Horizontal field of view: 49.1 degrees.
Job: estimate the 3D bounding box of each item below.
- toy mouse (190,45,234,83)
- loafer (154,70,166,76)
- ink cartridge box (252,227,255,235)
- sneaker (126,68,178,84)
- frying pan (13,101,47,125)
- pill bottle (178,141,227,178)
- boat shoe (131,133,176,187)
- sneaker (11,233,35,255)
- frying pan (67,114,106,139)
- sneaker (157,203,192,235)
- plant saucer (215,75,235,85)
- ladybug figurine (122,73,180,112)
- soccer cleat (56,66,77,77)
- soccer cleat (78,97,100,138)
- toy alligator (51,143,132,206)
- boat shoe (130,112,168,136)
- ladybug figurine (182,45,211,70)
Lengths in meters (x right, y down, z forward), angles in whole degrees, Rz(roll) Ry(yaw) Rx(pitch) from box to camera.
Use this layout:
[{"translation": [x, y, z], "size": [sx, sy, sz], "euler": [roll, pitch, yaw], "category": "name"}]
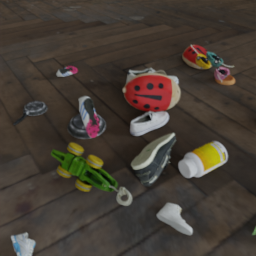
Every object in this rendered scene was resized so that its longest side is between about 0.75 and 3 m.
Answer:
[{"translation": [4.164, -2.903, 13.345], "size": [2.111, 0.460, 2.375], "euler": [-1, 52, -31], "category": "toy mouse"}, {"translation": [0.806, -1.828, 12.007], "size": [2.080, 0.787, 0.710], "euler": [-34, 20, -25], "category": "loafer"}, {"translation": [3.853, 2.424, 6.789], "size": [1.437, 0.746, 0.426], "euler": [-7, 39, -10], "category": "ink cartridge box"}, {"translation": [1.107, -2.227, 12.659], "size": [2.381, 0.843, 0.870], "euler": [-3, 38, -4], "category": "sneaker"}, {"translation": [-4.026, -0.690, 11.226], "size": [1.608, 0.262, 0.973], "euler": [-26, 43, -33], "category": "frying pan"}, {"translation": [2.269, 1.000, 8.583], "size": [1.441, 0.787, 0.787], "euler": [-21, 43, -25], "category": "pill bottle"}, {"translation": [0.926, 0.906, 8.843], "size": [0.880, 0.828, 2.449], "euler": [-23, 11, 36], "category": "boat shoe"}, {"translation": [-2.374, 2.866, 6.539], "size": [0.470, 0.407, 1.086], "euler": [-17, 41, -29], "category": "sneaker"}, {"translation": [-1.433, -0.429, 10.814], "size": [1.433, 0.385, 2.368], "euler": [11, 42, 12], "category": "frying pan"}, {"translation": [1.305, 2.305, 7.261], "size": [0.987, 0.364, 0.570], "euler": [25, 48, 30], "category": "sneaker"}, {"translation": [4.623, -2.332, 13.348], "size": [0.921, 0.172, 0.921], "euler": [0, 37, 0], "category": "plant saucer"}, {"translation": [0.917, -1.276, 10.668], "size": [2.276, 1.545, 0.819], "euler": [2, 24, -6], "category": "ladybug figurine"}, {"translation": [-3.012, -2.740, 13.692], "size": [1.142, 0.493, 0.399], "euler": [-23, 86, -49], "category": "soccer cleat"}, {"translation": [-1.354, -0.387, 9.577], "size": [0.506, 1.447, 0.625], "euler": [-22, 25, -33], "category": "soccer cleat"}, {"translation": [-1.019, 1.353, 8.080], "size": [2.938, 0.974, 0.706], "euler": [30, 7, 24], "category": "toy alligator"}, {"translation": [0.828, -0.292, 10.365], "size": [1.779, 0.581, 0.655], "euler": [-30, 42, -32], "category": "boat shoe"}, {"translation": [3.654, -3.741, 14.670], "size": [1.416, 0.750, 2.086], "euler": [-11, 39, -14], "category": "ladybug figurine"}]
